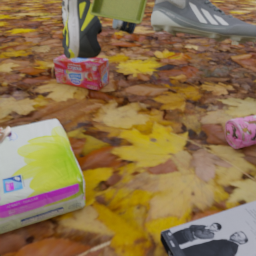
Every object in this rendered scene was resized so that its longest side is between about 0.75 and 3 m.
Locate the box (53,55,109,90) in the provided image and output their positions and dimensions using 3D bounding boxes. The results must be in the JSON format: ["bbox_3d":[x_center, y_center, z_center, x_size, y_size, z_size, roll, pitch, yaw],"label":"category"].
[{"bbox_3d":[-2.013,-2.471,12.195,2.208,1.101,1.054,14,35,21],"label":"box"}]

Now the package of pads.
[{"bbox_3d":[-2.429,0.954,6.823,2.308,1.019,2.988,-14,35,-20],"label":"package of pads"}]

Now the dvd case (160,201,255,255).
[{"bbox_3d":[2.211,2.390,5.198,2.648,0.327,1.990,-11,33,-17],"label":"dvd case"}]

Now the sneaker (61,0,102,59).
[{"bbox_3d":[-1.340,-3.271,8.347,1.127,2.664,0.992,4,-4,-28],"label":"sneaker"}]

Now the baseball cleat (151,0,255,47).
[{"bbox_3d":[1.556,-2.346,5.596,2.262,1.204,0.789,14,15,17],"label":"baseball cleat"}]

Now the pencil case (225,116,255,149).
[{"bbox_3d":[4.000,0.047,8.414,2.169,0.898,0.938,-8,7,-12],"label":"pencil case"}]

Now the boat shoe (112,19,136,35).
[{"bbox_3d":[-0.036,-3.895,9.210,0.714,1.572,0.556,11,-2,-33],"label":"boat shoe"}]

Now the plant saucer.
[{"bbox_3d":[-0.159,-3.359,7.249,1.358,1.356,0.325,13,-6,7],"label":"plant saucer"}]

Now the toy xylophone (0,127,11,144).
[{"bbox_3d":[-2.662,-0.016,4.608,1.444,0.363,1.057,22,-1,-35],"label":"toy xylophone"}]
